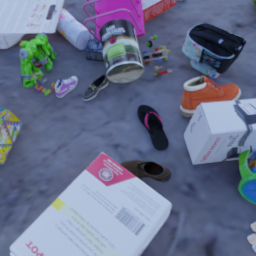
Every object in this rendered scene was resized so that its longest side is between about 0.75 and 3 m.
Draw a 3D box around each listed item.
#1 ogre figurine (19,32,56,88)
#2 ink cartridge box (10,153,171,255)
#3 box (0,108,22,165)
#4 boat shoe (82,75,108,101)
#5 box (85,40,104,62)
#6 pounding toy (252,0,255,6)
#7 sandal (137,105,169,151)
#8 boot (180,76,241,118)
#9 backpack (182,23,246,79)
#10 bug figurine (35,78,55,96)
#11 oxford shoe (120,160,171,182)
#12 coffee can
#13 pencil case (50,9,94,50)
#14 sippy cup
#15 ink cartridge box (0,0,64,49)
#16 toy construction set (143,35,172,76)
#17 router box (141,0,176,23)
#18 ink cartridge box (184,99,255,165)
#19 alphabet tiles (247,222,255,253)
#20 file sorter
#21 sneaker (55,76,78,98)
[{"bbox_3d":[-2.817,-2.202,8.712,0.916,1.119,1.867,26,51,25],"label":"ogre figurine"},{"bbox_3d":[-0.703,2.228,5.970,1.992,1.145,2.744,35,64,21],"label":"ink cartridge box"},{"bbox_3d":[-3.697,0.122,7.206,1.294,0.789,1.246,12,67,11],"label":"box"},{"bbox_3d":[-1.054,-1.268,8.729,0.376,0.317,1.054,31,61,25],"label":"boat shoe"},{"bbox_3d":[-1.024,-2.633,9.572,0.775,0.415,0.575,7,57,3],"label":"box"},{"bbox_3d":[5.895,-4.602,10.192,2.214,1.331,2.868,-20,16,27],"label":"pounding toy"},{"bbox_3d":[0.734,-0.100,7.961,0.590,0.354,1.571,-17,59,-11],"label":"sandal"},{"bbox_3d":[2.434,-1.066,8.089,1.965,1.054,0.737,-18,35,-15],"label":"boot"},{"bbox_3d":[2.635,-2.537,8.972,1.698,1.278,1.507,36,57,14],"label":"backpack"},{"bbox_3d":[-2.560,-1.291,8.826,0.775,0.199,0.601,25,56,19],"label":"bug figurine"},{"bbox_3d":[0.351,0.993,7.014,1.374,0.580,0.499,1,63,24],"label":"oxford shoe"},{"bbox_3d":[-0.223,-2.370,8.748,1.161,1.161,1.586,-9,72,-6],"label":"coffee can"},{"bbox_3d":[-2.005,-3.538,9.955,0.807,0.740,1.780,-43,65,-8],"label":"pencil case"},{"bbox_3d":[3.339,1.147,6.737,1.168,1.487,1.090,2,43,32],"label":"sippy cup"},{"bbox_3d":[-3.854,-3.917,10.184,2.989,0.749,2.406,1,56,2],"label":"ink cartridge box"},{"bbox_3d":[1.124,-2.298,9.195,0.900,0.977,1.171,-16,78,-24],"label":"toy construction set"},{"bbox_3d":[0.253,-5.137,10.902,2.208,0.601,2.460,-33,62,-10],"label":"router box"},{"bbox_3d":[2.697,0.103,7.008,2.168,1.573,0.908,-5,58,-8],"label":"ink cartridge box"},{"bbox_3d":[3.266,2.576,6.395,0.952,0.071,0.973,-20,60,-12],"label":"alphabet tiles"},{"bbox_3d":[-0.558,-4.351,9.320,1.700,1.534,2.446,-8,76,17],"label":"file sorter"},{"bbox_3d":[-1.915,-1.394,8.708,0.334,0.525,0.920,26,59,18],"label":"sneaker"}]
